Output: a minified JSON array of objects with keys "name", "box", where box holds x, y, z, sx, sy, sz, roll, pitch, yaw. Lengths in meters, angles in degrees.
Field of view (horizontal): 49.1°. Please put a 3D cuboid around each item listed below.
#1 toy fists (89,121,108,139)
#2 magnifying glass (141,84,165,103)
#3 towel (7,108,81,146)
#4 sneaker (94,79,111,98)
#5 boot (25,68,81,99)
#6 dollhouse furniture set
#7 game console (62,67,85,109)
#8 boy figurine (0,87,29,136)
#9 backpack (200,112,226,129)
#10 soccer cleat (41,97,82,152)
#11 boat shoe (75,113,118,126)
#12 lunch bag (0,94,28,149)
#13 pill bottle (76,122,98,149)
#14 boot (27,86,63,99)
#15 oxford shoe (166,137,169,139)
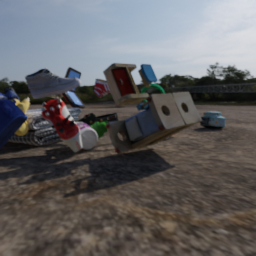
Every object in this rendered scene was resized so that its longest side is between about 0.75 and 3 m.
[{"name":"toy fists","box":[-1.238,0.138,10.481,0.731,0.493,1.434,-24,-6,-30]},{"name":"magnifying glass","box":[1.515,-0.901,12.105,0.970,2.436,0.273,-36,16,26]},{"name":"towel","box":[-3.571,-0.081,11.048,2.391,1.236,2.888,3,9,26]},{"name":"sneaker","box":[-0.881,-1.672,12.688,1.425,0.802,0.508,18,17,12]},{"name":"boot","box":[-2.392,-1.490,8.764,1.716,0.820,0.631,-13,29,10]},{"name":"dollhouse furniture set","box":[0.395,-0.979,8.551,1.990,2.839,2.001,-11,-15,-47]},{"name":"game console","box":[-2.251,-1.695,12.306,0.995,1.444,1.676,-38,-4,9]},{"name":"boy figurine","box":[-3.873,-0.572,9.500,1.275,0.661,2.050,-33,56,-9]},{"name":"backpack","box":[4.615,-0.414,15.018,1.059,0.923,1.205,1,12,-42]},{"name":"soccer cleat","box":[-2.117,-0.138,8.957,0.830,1.030,2.418,-30,42,-16]},{"name":"boat shoe","box":[-1.909,-0.297,14.067,2.964,0.929,1.084,-4,10,-21]},{"name":"lunch bag","box":[-3.879,-0.213,7.978,1.200,1.814,1.233,41,-6,-3]},{"name":"pill bottle","box":[-1.578,0.211,9.614,0.722,0.722,1.286,-3,16,-26]},{"name":"boot","box":[-3.433,-1.694,12.419,1.869,0.674,1.446,8,-6,46]},{"name":"oxford shoe","box":[0.924,0.273,11.308,1.464,0.423,0.550,2,4,-1]}]
